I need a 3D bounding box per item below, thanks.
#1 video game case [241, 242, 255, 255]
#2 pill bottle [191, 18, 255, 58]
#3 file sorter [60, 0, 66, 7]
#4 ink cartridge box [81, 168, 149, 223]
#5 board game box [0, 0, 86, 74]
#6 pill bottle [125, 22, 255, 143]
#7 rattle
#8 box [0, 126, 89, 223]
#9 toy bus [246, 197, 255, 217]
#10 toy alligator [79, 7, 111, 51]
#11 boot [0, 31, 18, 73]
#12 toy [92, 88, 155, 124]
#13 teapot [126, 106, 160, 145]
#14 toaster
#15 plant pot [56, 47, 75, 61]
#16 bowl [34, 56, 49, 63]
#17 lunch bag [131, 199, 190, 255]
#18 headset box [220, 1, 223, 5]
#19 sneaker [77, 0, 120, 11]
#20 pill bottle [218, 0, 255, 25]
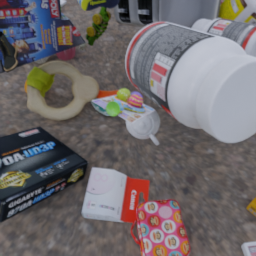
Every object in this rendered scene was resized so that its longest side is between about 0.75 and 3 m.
[{"bbox_3d":[3.706,3.622,5.865,1.798,0.226,2.511,-5,51,-4],"label":"video game case"},{"bbox_3d":[2.366,-2.019,6.665,1.030,1.030,1.778,-31,43,-24],"label":"pill bottle"},{"bbox_3d":[-4.051,-6.377,13.688,1.165,1.045,1.679,21,54,17],"label":"file sorter"},{"bbox_3d":[-0.287,1.756,7.329,1.607,0.459,1.306,3,51,7],"label":"ink cartridge box"},{"bbox_3d":[-2.496,-2.919,7.539,2.561,2.562,0.790,-13,38,-23],"label":"board game box"},{"bbox_3d":[1.240,-1.017,5.532,1.718,1.718,2.966,-19,33,-15],"label":"pill bottle"},{"bbox_3d":[-1.949,-1.139,9.708,2.998,2.142,1.952,-2,79,-22],"label":"rattle"},{"bbox_3d":[-2.655,0.970,7.099,2.107,0.610,2.651,32,28,24],"label":"box"},{"bbox_3d":[3.612,2.223,6.829,0.425,0.511,1.306,-32,56,-27],"label":"toy bus"},{"bbox_3d":[-0.973,-2.941,8.610,0.435,1.809,0.600,45,46,2],"label":"toy alligator"},{"bbox_3d":[-3.000,-1.838,6.793,0.368,0.657,0.951,-22,47,0],"label":"boot"},{"bbox_3d":[0.011,-0.444,4.590,0.722,0.296,1.253,29,24,12],"label":"toy"},{"bbox_3d":[0.353,-0.097,6.604,0.894,0.882,0.653,9,11,2],"label":"teapot"},{"bbox_3d":[1.104,-3.617,7.805,2.634,1.563,2.382,-13,27,-29],"label":"toaster"},{"bbox_3d":[-2.551,-3.313,11.140,1.132,1.013,1.132,-1,50,1],"label":"plant pot"},{"bbox_3d":[-3.514,-2.861,11.141,0.928,0.436,0.928,0,49,0],"label":"bowl"},{"bbox_3d":[0.697,2.443,6.595,1.262,0.587,1.433,-5,52,-4],"label":"lunch bag"},{"bbox_3d":[3.219,-5.648,13.199,2.210,0.853,1.644,-26,55,-18],"label":"headset box"},{"bbox_3d":[-0.661,-2.908,6.263,1.059,0.392,0.436,-20,50,-32],"label":"sneaker"},{"bbox_3d":[3.215,-3.028,8.039,1.510,2.765,1.510,3,75,-12],"label":"pill bottle"}]
